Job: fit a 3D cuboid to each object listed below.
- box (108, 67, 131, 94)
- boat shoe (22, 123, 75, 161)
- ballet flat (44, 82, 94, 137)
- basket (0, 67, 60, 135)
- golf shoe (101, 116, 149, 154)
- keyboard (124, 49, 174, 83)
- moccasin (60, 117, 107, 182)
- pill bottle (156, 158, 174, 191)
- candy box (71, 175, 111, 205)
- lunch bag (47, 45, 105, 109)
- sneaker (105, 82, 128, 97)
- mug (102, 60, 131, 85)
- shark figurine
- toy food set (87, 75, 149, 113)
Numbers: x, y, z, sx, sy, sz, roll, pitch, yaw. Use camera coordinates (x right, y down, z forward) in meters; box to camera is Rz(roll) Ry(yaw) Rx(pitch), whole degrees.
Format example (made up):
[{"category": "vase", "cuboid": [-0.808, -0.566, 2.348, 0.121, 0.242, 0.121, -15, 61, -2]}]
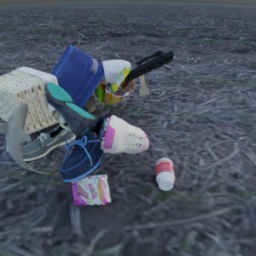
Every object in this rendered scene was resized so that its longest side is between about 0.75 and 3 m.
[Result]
[{"category": "box", "cuboid": [-0.297, -1.777, 10.203, 0.269, 1.114, 0.653, 37, -7, -7]}, {"category": "boat shoe", "cuboid": [-3.063, 0.428, 10.379, 2.416, 0.746, 0.880, -27, 40, -36]}, {"category": "ballet flat", "cuboid": [-1.983, -0.536, 8.577, 0.907, 0.907, 2.483, -24, 47, -33]}, {"category": "basket", "cuboid": [-4.161, -1.149, 11.360, 1.785, 1.962, 2.894, -31, 35, -35]}, {"category": "golf shoe", "cuboid": [-0.014, 0.271, 8.241, 1.292, 1.064, 2.824, 12, 2, 7]}, {"category": "keyboard", "cuboid": [0.820, -2.514, 11.306, 2.220, 1.410, 0.229, -27, 74, 2]}, {"category": "moccasin", "cuboid": [-1.365, 0.551, 8.793, 1.188, 1.007, 2.952, -10, 22, 19]}, {"category": "pill bottle", "cuboid": [1.165, 1.472, 8.849, 0.569, 0.569, 1.014, 2, 32, 3]}, {"category": "candy box", "cuboid": [-1.055, 1.732, 7.755, 1.109, 0.756, 0.338, -12, -4, 33]}, {"category": "lunch bag", "cuboid": [-2.403, -1.824, 12.050, 1.931, 2.919, 1.983, 31, 12, -24]}, {"category": "sneaker", "cuboid": [-0.458, -1.491, 10.695, 1.083, 0.444, 0.417, 20, 35, 30]}, {"category": "mug", "cuboid": [-0.444, -2.385, 11.799, 1.150, 0.968, 1.312, -9, 10, -7]}, {"category": "shark figurine", "cuboid": [-3.044, 0.491, 8.126, 0.947, 2.270, 1.356, -1, 15, 28]}, {"category": "toy food set", "cuboid": [-0.618, -1.869, 12.553, 2.863, 0.575, 1.976, -16, 56, 10]}]
